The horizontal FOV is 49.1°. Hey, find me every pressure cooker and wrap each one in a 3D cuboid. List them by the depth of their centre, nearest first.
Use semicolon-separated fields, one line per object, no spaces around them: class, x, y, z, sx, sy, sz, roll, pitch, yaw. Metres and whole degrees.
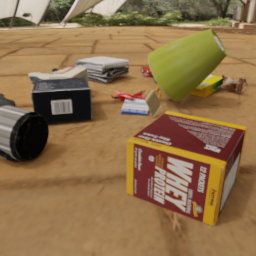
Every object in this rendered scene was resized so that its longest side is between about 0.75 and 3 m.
pressure cooker;-3.045;0.106;7.345;1.524;1.340;1.361;14;24;21

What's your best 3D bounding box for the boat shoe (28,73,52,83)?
boat shoe;-4.262;-2.349;13.753;1.764;0.546;0.661;13;30;32

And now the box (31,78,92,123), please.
box;-2.353;-1.036;9.988;1.914;1.186;1.881;-5;23;-13

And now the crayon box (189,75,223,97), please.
crayon box;3.296;-1.928;12.759;1.253;0.501;1.973;22;36;39

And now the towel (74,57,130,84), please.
towel;-1.362;-3.141;14.989;2.436;1.042;2.017;17;28;37

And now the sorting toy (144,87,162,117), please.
sorting toy;0.950;-0.970;10.059;0.135;0.753;1.010;-5;38;40

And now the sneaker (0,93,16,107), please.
sneaker;-5.144;-0.895;10.263;2.619;0.975;1.108;27;29;30

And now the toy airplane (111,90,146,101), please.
toy airplane;0.037;-1.360;11.858;1.612;0.296;1.612;-1;21;0

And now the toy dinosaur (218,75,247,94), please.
toy dinosaur;4.758;-1.950;12.777;1.121;0.710;1.655;18;11;14

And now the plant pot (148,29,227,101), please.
plant pot;2.389;-2.552;10.639;2.391;2.238;2.238;-30;9;31

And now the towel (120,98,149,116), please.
towel;0.309;-0.810;10.807;1.053;0.171;1.434;5;26;6

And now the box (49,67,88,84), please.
box;-2.456;-1.829;11.876;0.969;1.137;1.779;6;25;13

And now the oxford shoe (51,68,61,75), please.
oxford shoe;-3.181;-2.583;14.166;2.261;0.653;0.850;21;29;35

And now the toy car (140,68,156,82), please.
toy car;1.586;-2.779;14.830;2.051;0.457;1.930;3;25;8

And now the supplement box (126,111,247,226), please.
supplement box;1.270;0.697;6.065;1.930;1.299;1.956;14;28;28
